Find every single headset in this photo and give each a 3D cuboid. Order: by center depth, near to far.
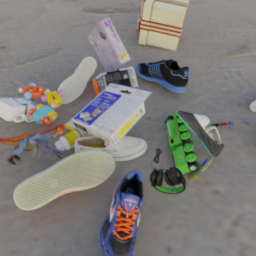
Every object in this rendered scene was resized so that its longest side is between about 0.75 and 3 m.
[{"bbox_3d":[1.025,1.256,7.668,0.934,1.512,0.711,-9,44,27],"label":"headset"}]

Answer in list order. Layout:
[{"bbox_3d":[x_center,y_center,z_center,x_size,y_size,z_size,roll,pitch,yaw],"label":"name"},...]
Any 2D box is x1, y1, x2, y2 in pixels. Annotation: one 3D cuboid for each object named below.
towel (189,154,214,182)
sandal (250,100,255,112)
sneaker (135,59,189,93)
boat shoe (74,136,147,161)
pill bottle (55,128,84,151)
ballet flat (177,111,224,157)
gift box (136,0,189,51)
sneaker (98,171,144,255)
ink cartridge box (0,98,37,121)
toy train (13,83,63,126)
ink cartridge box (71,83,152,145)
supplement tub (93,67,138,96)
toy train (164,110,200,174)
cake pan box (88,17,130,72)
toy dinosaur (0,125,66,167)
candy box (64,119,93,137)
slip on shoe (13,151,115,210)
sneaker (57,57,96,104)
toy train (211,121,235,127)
[{"bbox_3d":[2.238,1.234,8.600,0.110,0.962,0.691,39,51,8],"label":"towel"},{"bbox_3d":[5.532,-1.056,11.684,1.340,0.545,0.329,-20,4,-21],"label":"sandal"},{"bbox_3d":[1.524,-2.621,12.641,1.047,1.163,2.986,-17,37,-41],"label":"sneaker"},{"bbox_3d":[-0.581,0.550,9.399,2.447,0.854,0.867,-3,41,-3],"label":"boat shoe"},{"bbox_3d":[-2.048,0.445,9.776,0.947,0.527,0.527,-34,51,-29],"label":"pill bottle"},{"bbox_3d":[2.433,0.067,9.078,0.765,2.093,0.765,-38,17,14],"label":"ballet flat"},{"bbox_3d":[1.893,-6.172,16.137,2.610,2.579,2.795,14,40,5],"label":"gift box"},{"bbox_3d":[-0.106,2.136,7.135,0.972,1.012,2.581,14,44,-5],"label":"sneaker"},{"bbox_3d":[-4.222,-0.715,10.693,1.008,0.591,1.377,25,16,26],"label":"ink cartridge box"},{"bbox_3d":[-3.482,-0.824,10.904,1.805,0.668,2.403,-1,43,-3],"label":"toy train"},{"bbox_3d":[-0.521,-0.572,9.511,2.122,0.505,2.147,20,56,43],"label":"ink cartridge box"},{"bbox_3d":[-0.552,-1.904,11.967,1.780,1.091,1.091,-13,41,0],"label":"supplement tub"},{"bbox_3d":[1.799,0.402,9.728,0.819,0.606,2.905,-20,37,15],"label":"toy train"},{"bbox_3d":[-0.938,-3.639,12.800,0.578,2.037,2.212,-29,7,-20],"label":"cake pan box"},{"bbox_3d":[-2.985,0.358,8.792,2.185,1.147,1.983,44,93,2],"label":"toy dinosaur"},{"bbox_3d":[-1.471,0.005,10.511,1.681,0.222,0.859,22,41,24],"label":"candy box"},{"bbox_3d":[-1.773,1.449,8.072,2.959,0.905,1.096,-22,86,-22],"label":"slip on shoe"},{"bbox_3d":[-2.344,-1.971,12.462,2.441,0.885,1.392,-52,17,-17],"label":"sneaker"},{"bbox_3d":[3.594,-0.139,10.570,0.916,0.210,0.156,-7,77,-4],"label":"toy train"}]
